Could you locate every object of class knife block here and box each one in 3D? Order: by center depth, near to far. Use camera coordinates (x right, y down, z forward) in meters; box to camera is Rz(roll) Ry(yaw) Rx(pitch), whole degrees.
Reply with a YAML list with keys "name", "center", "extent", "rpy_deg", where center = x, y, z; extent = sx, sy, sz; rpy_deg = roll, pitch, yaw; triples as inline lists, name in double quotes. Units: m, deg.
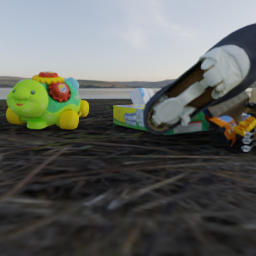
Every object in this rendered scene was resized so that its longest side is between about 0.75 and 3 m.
- name: "knife block"
  center: [2.529, 0.113, 5.250]
  extent: [0.589, 1.616, 1.841]
  rpy_deg: [6, -35, 32]

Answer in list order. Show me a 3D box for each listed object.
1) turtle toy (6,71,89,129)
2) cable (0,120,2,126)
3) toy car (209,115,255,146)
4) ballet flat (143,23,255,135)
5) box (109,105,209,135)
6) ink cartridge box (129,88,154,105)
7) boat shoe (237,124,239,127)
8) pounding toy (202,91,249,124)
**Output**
- name: "turtle toy"
  center: [-2.243, -0.764, 7.545]
  extent: [1.980, 1.373, 2.717]
  rpy_deg: [5, 20, 6]
- name: "cable"
  center: [-4.225, -0.283, 6.713]
  extent: [1.768, 0.550, 2.167]
  rpy_deg: [13, -5, 34]
- name: "toy car"
  center: [1.862, 0.047, 4.731]
  extent: [0.424, 0.625, 1.274]
  rpy_deg: [-40, 12, -3]
- name: "ballet flat"
  center: [1.374, -0.751, 5.161]
  extent: [2.946, 1.076, 1.076]
  rpy_deg: [-36, -13, 30]
- name: "box"
  center: [0.717, -0.319, 7.845]
  extent: [1.565, 0.645, 2.668]
  rpy_deg: [-5, 12, -33]
- name: "ink cartridge box"
  center: [0.758, -1.131, 11.490]
  extent: [0.500, 0.868, 1.498]
  rpy_deg: [-28, -10, 30]
- name: "boat shoe"
  center: [2.787, -0.199, 6.995]
  extent: [1.483, 0.532, 0.503]
  rpy_deg: [-13, 35, 44]
- name: "pounding toy"
  center: [1.834, -0.714, 6.444]
  extent: [1.117, 1.572, 1.447]
  rpy_deg: [-35, -28, 10]
